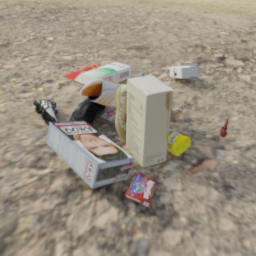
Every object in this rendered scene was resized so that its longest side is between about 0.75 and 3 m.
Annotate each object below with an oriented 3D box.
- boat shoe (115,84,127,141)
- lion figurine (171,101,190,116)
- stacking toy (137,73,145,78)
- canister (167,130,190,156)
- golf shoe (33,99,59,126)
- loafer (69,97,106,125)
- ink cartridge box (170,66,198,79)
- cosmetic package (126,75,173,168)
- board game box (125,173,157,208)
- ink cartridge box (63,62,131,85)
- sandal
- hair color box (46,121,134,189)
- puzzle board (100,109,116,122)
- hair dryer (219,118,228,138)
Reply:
[{"bbox_3d":[-0.024,-0.459,9.429,0.625,1.995,0.731,9,26,32],"label":"boat shoe"},{"bbox_3d":[1.845,-0.674,10.994,1.096,0.671,0.397,-9,69,-6],"label":"lion figurine"},{"bbox_3d":[0.893,-2.257,13.240,0.381,0.903,0.817,-33,5,33],"label":"stacking toy"},{"bbox_3d":[1.436,0.441,9.306,0.749,0.436,1.008,-35,37,-23],"label":"canister"},{"bbox_3d":[-3.074,-0.720,11.030,0.878,0.722,1.857,-20,39,-27],"label":"golf shoe"},{"bbox_3d":[-1.555,-0.768,10.946,0.892,0.863,2.541,-14,23,22],"label":"loafer"},{"bbox_3d":[2.750,-2.763,13.876,0.930,0.537,1.282,-8,16,-16],"label":"ink cartridge box"},{"bbox_3d":[0.590,-0.193,8.571,0.887,2.495,1.312,-13,36,-21],"label":"cosmetic package"},{"bbox_3d":[0.373,1.593,7.353,0.643,0.121,1.249,23,20,7],"label":"board game box"},{"bbox_3d":[-1.629,-2.889,14.319,2.828,0.708,2.275,27,41,35],"label":"ink cartridge box"},{"bbox_3d":[-0.609,-1.256,10.659,2.514,0.963,0.720,-1,60,-43],"label":"sandal"},{"bbox_3d":[-1.233,0.665,8.471,1.324,0.811,2.674,-5,28,-44],"label":"hair color box"},{"bbox_3d":[-0.668,-0.542,11.340,0.599,0.069,0.795,23,40,31],"label":"puzzle board"},{"bbox_3d":[3.247,0.006,9.520,0.233,0.654,0.859,4,12,24],"label":"hair dryer"}]
